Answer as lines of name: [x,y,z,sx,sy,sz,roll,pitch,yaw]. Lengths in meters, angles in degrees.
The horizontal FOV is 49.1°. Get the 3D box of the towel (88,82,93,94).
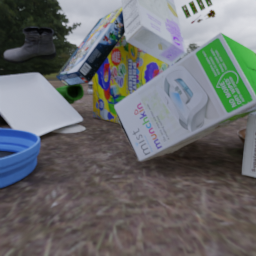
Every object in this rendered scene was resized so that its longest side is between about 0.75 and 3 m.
towel: [-1.553,-3.243,21.926,2.263,1.169,2.733,8,15,38]

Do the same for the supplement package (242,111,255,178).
supplement package: [3.220,0.350,4.842,2.030,1.191,1.187,10,16,39]

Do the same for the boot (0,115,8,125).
boot: [-5.292,-0.686,10.615,2.533,0.867,2.385,4,13,23]

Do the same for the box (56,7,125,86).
box: [-0.981,-2.407,8.348,0.478,2.536,1.732,41,-17,-28]

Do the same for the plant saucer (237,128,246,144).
plant saucer: [3.867,0.374,6.765,2.326,0.373,2.326,-1,11,0]

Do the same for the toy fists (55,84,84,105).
toy fists: [-2.936,-1.035,10.869,1.316,0.888,2.582,-7,16,38]

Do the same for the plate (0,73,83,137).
plate: [-3.024,-0.699,8.714,2.488,0.403,2.494,45,33,13]

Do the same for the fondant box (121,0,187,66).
fondant box: [0.555,-2.566,6.476,1.400,1.940,0.565,17,-34,-37]

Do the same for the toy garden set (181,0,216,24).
toy garden set: [2.192,-3.575,8.545,0.896,0.747,0.179,-28,8,2]

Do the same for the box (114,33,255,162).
box: [1.589,-0.525,5.982,2.468,1.352,2.797,-31,-11,34]

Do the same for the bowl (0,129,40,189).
bowl: [-3.172,0.582,5.268,2.937,0.577,2.937,0,12,0]

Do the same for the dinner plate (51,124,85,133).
dinner plate: [-1.972,-0.005,9.153,1.145,0.139,1.145,2,12,0]

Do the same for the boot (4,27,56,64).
boot: [-3.565,-3.007,9.942,1.919,0.670,1.264,-13,-28,-11]

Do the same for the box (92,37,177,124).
box: [0.159,-1.753,10.447,1.816,2.977,2.867,-10,15,-39]
